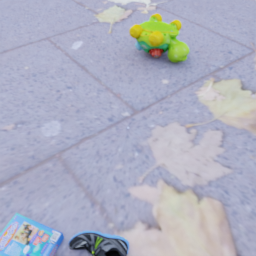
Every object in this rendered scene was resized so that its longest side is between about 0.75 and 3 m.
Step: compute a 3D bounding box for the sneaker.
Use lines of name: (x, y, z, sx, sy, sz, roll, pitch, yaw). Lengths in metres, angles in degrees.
sneaker: (-0.681, 2.718, 6.348, 1.404, 0.498, 0.582, 6, 38, 2)

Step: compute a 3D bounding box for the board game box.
board game box: (-2.349, 2.699, 6.504, 1.355, 0.305, 1.030, 17, 47, 16)

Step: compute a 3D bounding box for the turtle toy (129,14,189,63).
turtle toy: (1.431, -3.808, 12.240, 2.779, 1.404, 2.025, 31, 52, 26)
